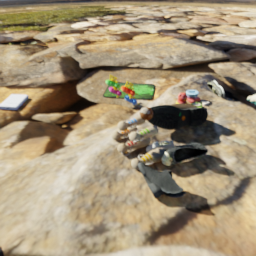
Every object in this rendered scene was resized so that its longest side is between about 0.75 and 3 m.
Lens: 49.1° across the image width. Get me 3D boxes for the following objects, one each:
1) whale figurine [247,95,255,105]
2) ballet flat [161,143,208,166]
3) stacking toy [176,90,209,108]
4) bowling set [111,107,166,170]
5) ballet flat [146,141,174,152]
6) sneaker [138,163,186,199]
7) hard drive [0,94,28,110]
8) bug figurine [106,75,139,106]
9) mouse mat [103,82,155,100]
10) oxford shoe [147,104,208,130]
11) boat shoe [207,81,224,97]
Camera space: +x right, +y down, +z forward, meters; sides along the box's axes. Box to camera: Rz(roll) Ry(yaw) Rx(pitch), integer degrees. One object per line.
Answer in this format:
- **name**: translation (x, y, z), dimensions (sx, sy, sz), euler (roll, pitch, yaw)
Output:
- **whale figurine**: translation (6.276, -1.257, 13.253), dimensions (1.092, 0.712, 1.372), euler (-13, 10, -14)
- **ballet flat**: translation (1.922, 0.870, 9.534), dimensions (1.810, 0.602, 0.514), euler (-15, 13, -26)
- **stacking toy**: translation (3.126, -1.416, 13.419), dimensions (1.272, 0.593, 1.405), euler (25, 39, 35)
- **bowling set**: translation (0.194, 0.113, 9.920), dimensions (1.338, 1.735, 2.493), euler (-20, 33, -25)
- **ballet flat**: translation (1.171, 0.632, 10.274), dimensions (1.087, 0.390, 0.390), euler (-7, 32, -10)
- **sneaker**: translation (0.960, 1.518, 8.453), dimensions (0.864, 0.497, 1.656), euler (-29, 42, -1)
- **hard drive**: translation (-5.524, -1.256, 13.558), dimensions (0.886, 0.170, 1.343), euler (3, 31, 5)
- **bug figurine**: translation (-0.232, -1.633, 12.759), dimensions (1.624, 0.539, 2.094), euler (30, -7, 10)
- **mouse mat**: translation (0.087, -1.998, 14.887), dimensions (2.576, 0.097, 2.073), euler (5, 31, 7)
- **oxford shoe**: translation (1.827, -0.528, 11.616), dimensions (2.764, 1.004, 1.167), euler (2, 18, -25)
- **boat shoe**: translation (4.518, -1.970, 14.446), dimensions (0.429, 0.513, 1.435), euler (-15, 35, 1)
